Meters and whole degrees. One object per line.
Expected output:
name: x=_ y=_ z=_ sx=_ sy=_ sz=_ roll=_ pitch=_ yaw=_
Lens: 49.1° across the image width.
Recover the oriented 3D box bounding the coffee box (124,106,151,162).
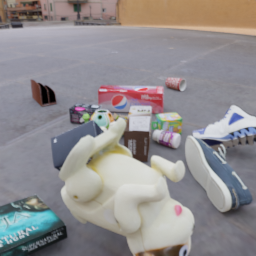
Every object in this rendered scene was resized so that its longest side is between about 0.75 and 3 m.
coffee box: x=0.370 y=0.147 z=9.771 sx=0.818 sy=1.174 sz=2.053 roll=2 pitch=25 yaw=6

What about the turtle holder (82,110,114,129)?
turtle holder: x=-1.112 y=-0.295 z=11.075 sx=1.177 sy=0.836 sz=0.894 roll=19 pitch=32 yaw=34

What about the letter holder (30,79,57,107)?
letter holder: x=-4.260 y=-1.853 z=13.994 sx=0.772 sy=1.091 sz=1.536 roll=-16 pitch=30 yaw=-30

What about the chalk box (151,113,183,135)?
chalk box: x=1.448 y=-0.115 z=10.865 sx=1.119 sy=0.696 sz=0.693 roll=-7 pitch=28 yaw=-12

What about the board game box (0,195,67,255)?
board game box: x=-2.856 y=2.251 z=5.786 sx=2.641 sy=0.372 sz=1.786 roll=-13 pitch=19 yaw=-36

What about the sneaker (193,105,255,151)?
sneaker: x=3.369 y=-0.026 z=9.577 sx=2.256 sy=0.911 sz=1.303 roll=-7 pitch=56 yaw=17

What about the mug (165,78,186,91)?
mug: x=2.725 y=-2.439 z=15.945 sx=1.016 sy=0.902 sz=0.678 roll=18 pitch=67 yaw=41

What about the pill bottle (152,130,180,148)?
pill bottle: x=1.365 y=0.373 z=10.059 sx=0.926 sy=0.520 sz=0.520 roll=16 pitch=30 yaw=31

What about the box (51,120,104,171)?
box: x=-1.015 y=0.726 z=7.280 sx=1.245 sy=1.682 sz=0.877 roll=-23 pitch=57 yaw=11

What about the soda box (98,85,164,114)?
soda box: x=0.142 y=-1.328 z=12.954 sx=2.981 sy=1.044 sz=0.945 roll=2 pitch=26 yaw=5

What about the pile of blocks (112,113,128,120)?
pile of blocks: x=-0.316 y=-0.408 z=12.084 sx=0.754 sy=0.310 sz=0.234 roll=9 pitch=-17 yaw=-2

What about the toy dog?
toy dog: x=0.020 y=1.487 z=5.168 sx=2.577 sy=2.499 sz=1.798 roll=39 pitch=19 yaw=11

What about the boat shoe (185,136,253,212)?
boat shoe: x=2.422 y=1.126 z=7.901 sx=0.873 sy=1.057 sz=2.823 roll=-6 pitch=28 yaw=-10

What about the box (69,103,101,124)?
box: x=-1.791 y=-0.564 z=11.828 sx=1.166 sy=0.669 sz=0.770 roll=9 pitch=26 yaw=14

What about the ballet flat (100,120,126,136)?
ballet flat: x=-0.770 y=0.149 z=10.410 sx=0.671 sy=0.616 sz=1.956 roll=24 pitch=35 yaw=39
